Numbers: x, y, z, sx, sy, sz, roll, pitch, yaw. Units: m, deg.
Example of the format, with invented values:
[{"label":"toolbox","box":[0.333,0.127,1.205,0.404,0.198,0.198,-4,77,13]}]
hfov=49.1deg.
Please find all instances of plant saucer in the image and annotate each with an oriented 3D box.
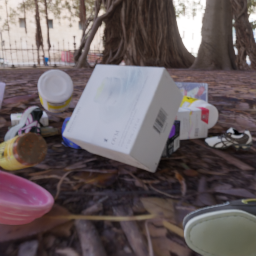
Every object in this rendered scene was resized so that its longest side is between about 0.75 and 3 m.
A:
[{"label":"plant saucer","box":[-2.587,1.412,5.781,2.030,0.514,2.030,23,-2,1]}]

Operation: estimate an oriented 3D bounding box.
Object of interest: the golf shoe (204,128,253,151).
[{"label":"golf shoe","box":[3.533,0.349,9.988,1.658,0.783,0.644,0,19,31]}]

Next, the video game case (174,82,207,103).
[{"label":"video game case","box":[3.224,-1.440,14.608,1.771,1.943,0.223,3,-18,6]}]

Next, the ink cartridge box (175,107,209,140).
[{"label":"ink cartridge box","box":[2.353,-0.199,11.287,1.627,1.201,0.697,-3,18,-13]}]

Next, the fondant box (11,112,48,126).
[{"label":"fondant box","box":[-4.670,-0.376,13.261,1.576,0.459,1.137,-6,17,-23]}]

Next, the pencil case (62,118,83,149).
[{"label":"pencil case","box":[-1.216,-0.006,10.810,1.100,1.225,2.820,-24,-4,40]}]

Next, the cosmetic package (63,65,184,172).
[{"label":"cosmetic package","box":[-0.148,-0.398,8.693,2.666,2.658,1.639,11,-19,37]}]

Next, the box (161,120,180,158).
[{"label":"box","box":[0.725,0.240,9.991,1.991,1.056,1.217,10,20,30]}]

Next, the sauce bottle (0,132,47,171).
[{"label":"sauce bottle","box":[-3.102,0.742,7.516,2.613,0.863,0.863,-18,-1,44]}]

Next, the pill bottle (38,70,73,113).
[{"label":"pill bottle","box":[-3.265,-1.491,12.640,1.437,1.437,2.582,-5,-10,-16]}]

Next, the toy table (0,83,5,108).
[{"label":"toy table","box":[-7.736,-1.787,15.436,1.512,2.374,2.583,11,-2,-27]}]

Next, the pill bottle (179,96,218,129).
[{"label":"pill bottle","box":[3.012,-0.729,12.991,1.289,1.289,2.256,-6,17,-21]}]

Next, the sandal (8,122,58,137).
[{"label":"sandal","box":[-3.975,-0.045,11.749,2.309,0.623,0.927,3,16,22]}]

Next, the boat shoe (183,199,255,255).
[{"label":"boat shoe","box":[2.153,1.761,5.094,2.628,0.937,0.791,4,15,-12]}]

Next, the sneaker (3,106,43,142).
[{"label":"sneaker","box":[-3.696,0.112,10.638,0.989,0.920,2.291,20,41,-2]}]
